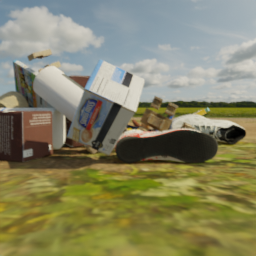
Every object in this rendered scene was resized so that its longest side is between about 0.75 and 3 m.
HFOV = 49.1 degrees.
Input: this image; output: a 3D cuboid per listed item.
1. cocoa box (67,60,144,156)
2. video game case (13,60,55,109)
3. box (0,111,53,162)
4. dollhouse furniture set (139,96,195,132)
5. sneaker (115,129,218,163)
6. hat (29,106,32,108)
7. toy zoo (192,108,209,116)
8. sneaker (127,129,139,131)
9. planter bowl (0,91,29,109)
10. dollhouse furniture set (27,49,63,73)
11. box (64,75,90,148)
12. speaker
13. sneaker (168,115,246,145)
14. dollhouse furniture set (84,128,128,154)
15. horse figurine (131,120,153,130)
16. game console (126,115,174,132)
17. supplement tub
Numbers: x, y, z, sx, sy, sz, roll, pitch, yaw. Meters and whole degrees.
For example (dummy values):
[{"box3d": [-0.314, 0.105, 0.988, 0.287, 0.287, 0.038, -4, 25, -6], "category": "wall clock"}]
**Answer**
[{"box3d": [-0.525, -0.408, 6.153, 1.083, 1.101, 1.651, 24, -43, -8], "category": "cocoa box"}, {"box3d": [-3.243, -1.277, 9.908, 2.143, 1.534, 0.191, 31, 44, 20], "category": "video game case"}, {"box3d": [-2.906, 0.158, 7.240, 1.464, 1.202, 1.214, 1, 4, 19], "category": "box"}, {"box3d": [1.293, -0.082, 9.621, 1.712, 1.501, 1.137, 26, 6, 4], "category": "dollhouse furniture set"}, {"box3d": [0.858, 0.381, 6.884, 2.373, 0.792, 1.272, -3, 6, -2], "category": "sneaker"}, {"box3d": [-3.965, -0.262, 12.842, 2.912, 1.175, 2.912, 19, -11, 4], "category": "hat"}, {"box3d": [2.976, -0.401, 13.869, 2.264, 0.232, 1.485, -29, -3, 3], "category": "toy zoo"}, {"box3d": [0.354, 0.338, 8.535, 1.311, 0.506, 0.478, 20, 17, 39], "category": "sneaker"}, {"box3d": [-4.210, -0.642, 9.817, 1.174, 1.174, 0.790, 1, 18, 19], "category": "planter bowl"}, {"box3d": [-2.769, -1.999, 9.297, 0.674, 1.036, 0.952, -28, 17, -38], "category": "dollhouse furniture set"}, {"box3d": [-1.338, -0.586, 10.050, 1.944, 2.344, 1.924, -1, 3, -25], "category": "box"}, {"box3d": [-1.569, -0.749, 8.103, 2.524, 1.025, 1.025, 36, 18, 20], "category": "speaker"}, {"box3d": [2.972, 0.032, 10.407, 2.814, 1.062, 1.619, 2, 1, -2], "category": "sneaker"}, {"box3d": [-0.468, 0.604, 8.179, 1.145, 0.933, 1.089, -37, 14, -14], "category": "dollhouse furniture set"}, {"box3d": [1.512, -0.128, 16.059, 2.822, 0.704, 1.870, 1, 4, 11], "category": "horse figurine"}, {"box3d": [0.772, -0.219, 10.839, 1.632, 1.131, 1.912, -44, -6, -1], "category": "game console"}, {"box3d": [-3.062, 0.026, 8.645, 1.974, 1.303, 1.303, 1, 4, 11], "category": "supplement tub"}]
